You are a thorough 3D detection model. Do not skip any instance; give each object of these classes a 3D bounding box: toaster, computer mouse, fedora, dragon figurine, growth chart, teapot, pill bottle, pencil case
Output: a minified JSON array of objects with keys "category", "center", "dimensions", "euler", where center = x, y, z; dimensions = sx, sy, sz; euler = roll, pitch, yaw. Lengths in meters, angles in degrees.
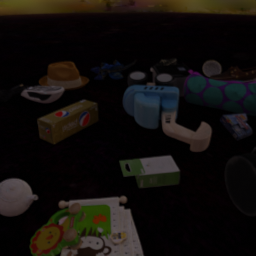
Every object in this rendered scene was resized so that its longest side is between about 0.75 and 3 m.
[{"category":"toaster","center":[1.943,-2.050,11.975],"dimensions":[1.555,1.020,1.719],"euler":[-4,29,-5]},{"category":"computer mouse","center":[-3.709,-1.302,11.145],"dimensions":[2.628,0.577,1.441],"euler":[6,23,24]},{"category":"fedora","center":[-2.974,-2.475,12.903],"dimensions":[2.359,0.962,2.359],"euler":[0,28,0]},{"category":"dragon figurine","center":[-0.646,-2.834,13.834],"dimensions":[2.481,0.730,1.233],"euler":[-8,28,-14]},{"category":"growth chart","center":[-0.519,2.011,5.132],"dimensions":[1.656,0.203,2.288],"euler":[-6,26,-14]},{"category":"teapot","center":[-2.368,1.337,5.688],"dimensions":[0.832,0.608,0.821],"euler":[-16,56,-28]},{"category":"pill bottle","center":[3.524,0.933,5.746],"dimensions":[2.771,1.550,1.550],"euler":[-7,29,-15]},{"category":"pencil case","center":[3.439,-1.297,10.194],"dimensions":[2.786,1.287,1.185],"euler":[14,25,31]}]

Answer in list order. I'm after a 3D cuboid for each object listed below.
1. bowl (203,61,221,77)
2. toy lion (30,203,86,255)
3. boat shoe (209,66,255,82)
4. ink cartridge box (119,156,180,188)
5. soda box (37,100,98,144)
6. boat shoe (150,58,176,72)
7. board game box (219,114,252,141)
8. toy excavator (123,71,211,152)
[{"category":"bowl","center":[4.148,-2.866,14.038],"dimensions":[0.914,0.914,0.429],"euler":[1,-14,2]},{"category":"toy lion","center":[-1.147,1.683,4.506],"dimensions":[0.826,0.296,0.862],"euler":[-16,30,8]},{"category":"boat shoe","center":[4.960,-2.426,12.910],"dimensions":[2.463,0.866,0.867],"euler":[-4,31,-3]},{"category":"ink cartridge box","center":[0.492,1.063,6.734],"dimensions":[1.331,0.395,0.691],"euler":[-4,27,-9]},{"category":"soda box","center":[-1.853,-0.239,8.914],"dimensions":[0.645,0.682,2.014],"euler":[19,33,32]},{"category":"boat shoe","center":[1.900,-3.385,15.044],"dimensions":[1.809,0.576,0.640],"euler":[-22,35,-35]},{"category":"board game box","center":[3.469,-0.110,8.742],"dimensions":[0.856,0.264,0.857],"euler":[-18,58,-25]},{"category":"toy excavator","center":[1.114,-0.436,8.923],"dimensions":[2.769,1.422,2.848],"euler":[4,41,7]}]
